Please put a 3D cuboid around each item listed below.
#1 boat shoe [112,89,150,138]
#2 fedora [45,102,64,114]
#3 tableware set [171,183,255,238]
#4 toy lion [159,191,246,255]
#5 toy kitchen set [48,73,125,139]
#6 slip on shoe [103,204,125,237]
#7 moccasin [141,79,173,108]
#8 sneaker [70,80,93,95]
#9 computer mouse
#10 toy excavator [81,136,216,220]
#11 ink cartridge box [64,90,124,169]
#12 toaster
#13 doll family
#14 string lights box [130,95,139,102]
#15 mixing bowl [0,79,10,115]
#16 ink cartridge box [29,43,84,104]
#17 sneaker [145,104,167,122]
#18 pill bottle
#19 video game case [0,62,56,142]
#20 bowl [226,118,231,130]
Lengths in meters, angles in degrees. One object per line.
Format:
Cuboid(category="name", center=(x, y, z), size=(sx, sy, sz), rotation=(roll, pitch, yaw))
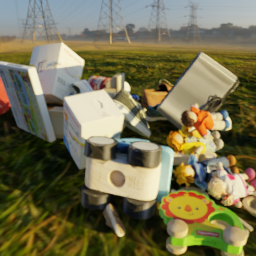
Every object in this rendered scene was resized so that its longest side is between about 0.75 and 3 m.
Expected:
Cuboid(category="boat shoe", center=(0.236, -0.391, 8.805), size=(0.839, 0.755, 2.373), rotation=(26, -10, 32))
Cuboid(category="fedora", center=(-3.189, -0.648, 11.492), size=(1.497, 0.610, 1.497), rotation=(5, 17, -1))
Cuboid(category="tableware set", center=(2.041, 1.567, 5.819), size=(2.060, 0.239, 1.721), rotation=(-12, 22, -28))
Cuboid(category="toy lion", center=(1.278, 1.643, 5.084), size=(1.451, 0.498, 1.391), rotation=(3, 23, 14))
Cuboid(category="toy kitchen set", center=(-1.297, -0.914, 10.134), size=(2.226, 2.013, 2.467), rotation=(4, 20, 12))
Cuboid(category="slip on shoe", center=(-0.297, 1.773, 5.279), size=(0.239, 0.300, 0.790), rotation=(-42, 35, 3))
Cuboid(category="moccasin", center=(1.778, -1.777, 13.732), size=(2.746, 1.060, 1.004), rotation=(-16, 26, -29))
Cuboid(category="sneaker", center=(-1.693, -1.139, 11.817), size=(0.776, 0.800, 2.191), rotation=(-21, 57, -34))
Cuboid(category="computer mouse", center=(1.921, 0.043, 8.010), size=(0.467, 2.129, 1.167), rotation=(39, 59, 15))
Cuboid(category="toy excavator", center=(0.605, 0.830, 6.517), size=(2.761, 1.418, 2.840), rotation=(8, 13, 15))
Cuboid(category="ink cartridge box", center=(-0.985, 0.025, 7.502), size=(1.172, 1.621, 1.193), rotation=(-16, 48, -28))
Cuboid(category="toaster", center=(2.359, -1.154, 9.715), size=(1.622, 2.472, 2.734), rotation=(37, 20, 0))
Cuboid(category="doll family", center=(1.736, 0.718, 6.509), size=(1.607, 1.166, 2.588), rotation=(0, 58, -29))
Cuboid(category="string lights box", center=(0.125, -1.388, 13.524), size=(0.775, 0.228, 0.398), rotation=(-4, -23, -44))
Cuboid(category="mixing bowl", center=(-5.845, -1.379, 11.454), size=(2.795, 1.514, 2.795), rotation=(1, -20, 0))
Cuboid(category="ink cartridge box", center=(-3.258, -2.252, 12.408), size=(1.685, 2.329, 1.715), rotation=(2, -15, 26))
Cuboid(category="sneaker", center=(1.363, -0.688, 11.391), size=(1.472, 0.671, 0.571), rotation=(-11, 42, -25))
Cuboid(category="pill bottle", center=(-1.038, -1.982, 14.365), size=(2.125, 1.164, 1.164), rotation=(14, 24, 36))
Cuboid(category="video game case", center=(-3.435, -0.894, 9.389), size=(2.264, 2.487, 0.285), rotation=(18, 37, 40))
Cuboid(category="bowl", center=(3.534, -0.291, 10.513), size=(0.778, 0.365, 0.778), rotation=(6, 36, -4))
